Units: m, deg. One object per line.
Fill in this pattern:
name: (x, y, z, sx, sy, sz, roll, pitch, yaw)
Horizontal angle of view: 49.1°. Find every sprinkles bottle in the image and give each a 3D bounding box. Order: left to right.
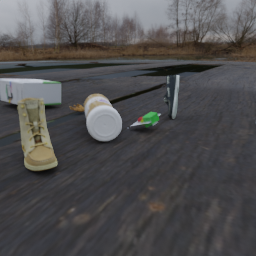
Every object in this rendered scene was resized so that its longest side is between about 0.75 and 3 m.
sprinkles bottle: (-0.837, -0.401, 8.361, 0.905, 0.905, 2.651, -3, 16, -11)

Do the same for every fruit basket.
fruit basket: (0.529, -0.207, 8.391, 0.758, 0.355, 0.702, -18, 11, 45)

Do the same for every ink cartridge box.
ink cartridge box: (-4.044, -1.495, 11.540, 2.234, 0.938, 1.618, 14, 17, 43)

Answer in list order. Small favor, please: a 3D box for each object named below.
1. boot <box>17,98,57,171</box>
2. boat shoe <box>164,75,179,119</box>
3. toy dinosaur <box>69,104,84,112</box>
boot: (-1.978, 0.071, 6.024, 0.633, 1.352, 1.739, -8, 18, -24)
boat shoe: (1.508, -1.099, 9.875, 0.492, 1.631, 0.617, 5, -21, 14)
toy dinosaur: (-1.693, -0.688, 10.398, 1.041, 0.314, 0.553, -3, 20, -26)
